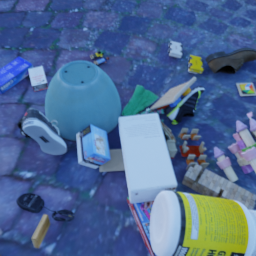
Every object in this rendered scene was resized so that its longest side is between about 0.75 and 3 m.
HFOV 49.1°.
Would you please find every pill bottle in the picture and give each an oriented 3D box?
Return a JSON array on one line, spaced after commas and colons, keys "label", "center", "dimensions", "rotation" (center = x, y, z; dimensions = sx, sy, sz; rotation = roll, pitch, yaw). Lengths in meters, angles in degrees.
[{"label": "pill bottle", "center": [2.146, 2.633, 7.297], "dimensions": [2.896, 1.628, 1.628], "rotation": [10, 52, -10]}]

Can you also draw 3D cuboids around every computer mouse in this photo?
[{"label": "computer mouse", "center": [-2.510, 2.466, 8.478], "dimensions": [1.875, 0.319, 0.550], "rotation": [18, 38, 10]}]

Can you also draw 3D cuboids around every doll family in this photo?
[{"label": "doll family", "center": [-1.273, -3.175, 12.711], "dimensions": [0.621, 0.421, 1.074], "rotation": [-21, 60, -20]}]

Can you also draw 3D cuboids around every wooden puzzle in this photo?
[{"label": "wooden puzzle", "center": [4.939, -1.621, 11.664], "dimensions": [0.704, 0.142, 0.761], "rotation": [-3, 53, -2]}, {"label": "wooden puzzle", "center": [1.706, -1.153, 10.529], "dimensions": [1.516, 1.637, 0.379], "rotation": [-43, 100, -31]}, {"label": "wooden puzzle", "center": [-0.542, 1.117, 9.566], "dimensions": [0.900, 0.168, 0.832], "rotation": [-5, 54, -1]}]

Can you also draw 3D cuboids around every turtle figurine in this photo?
[{"label": "turtle figurine", "center": [0.720, -0.386, 10.383], "dimensions": [1.171, 0.877, 0.590], "rotation": [-6, 35, -15]}]

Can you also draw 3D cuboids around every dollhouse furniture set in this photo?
[{"label": "dollhouse furniture set", "center": [1.913, 0.794, 9.617], "dimensions": [1.403, 0.730, 1.418], "rotation": [3, 52, -12]}]

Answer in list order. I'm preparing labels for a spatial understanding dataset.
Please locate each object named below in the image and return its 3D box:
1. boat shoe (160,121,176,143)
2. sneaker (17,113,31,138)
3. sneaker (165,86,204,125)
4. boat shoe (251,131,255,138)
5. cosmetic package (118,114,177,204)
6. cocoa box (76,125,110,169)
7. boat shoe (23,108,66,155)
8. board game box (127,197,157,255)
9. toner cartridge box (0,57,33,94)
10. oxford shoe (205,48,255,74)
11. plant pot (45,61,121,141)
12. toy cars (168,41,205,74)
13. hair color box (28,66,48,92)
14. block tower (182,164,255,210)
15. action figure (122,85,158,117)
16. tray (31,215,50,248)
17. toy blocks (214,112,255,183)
[{"label": "boat shoe", "center": [1.345, 0.192, 10.147], "dimensions": [0.431, 0.441, 1.167], "rotation": [1, 44, -28]}, {"label": "sneaker", "center": [-3.361, 0.130, 10.047], "dimensions": [1.694, 0.599, 0.828], "rotation": [37, 63, 25]}, {"label": "sneaker", "center": [2.297, -0.815, 10.849], "dimensions": [2.122, 0.761, 0.879], "rotation": [-36, 86, -24]}, {"label": "boat shoe", "center": [5.694, -0.457, 10.159], "dimensions": [2.673, 0.987, 1.011], "rotation": [-30, 54, -17]}, {"label": "cosmetic package", "center": [0.531, 0.898, 8.970], "dimensions": [1.411, 1.027, 2.775], "rotation": [-6, 53, -3]}, {"label": "cocoa box", "center": [-1.173, 0.629, 9.332], "dimensions": [0.762, 0.775, 1.162], "rotation": [-33, 50, 28]}, {"label": "boat shoe", "center": [-2.617, 0.159, 8.964], "dimensions": [0.830, 2.248, 0.768], "rotation": [-13, 59, 12]}, {"label": "board game box", "center": [0.968, 2.912, 8.158], "dimensions": [1.241, 0.234, 2.411], "rotation": [-17, 55, -14]}, {"label": "toner cartridge box", "center": [-5.031, -2.268, 11.996], "dimensions": [0.865, 0.393, 1.821], "rotation": [31, 59, 20]}, {"label": "oxford shoe", "center": [4.663, -2.822, 12.258], "dimensions": [2.467, 0.896, 1.041], "rotation": [-14, 72, -9]}, {"label": "plant pot", "center": [-1.681, -1.249, 10.187], "dimensions": [2.907, 1.958, 2.907], "rotation": [1, 52, -2]}, {"label": "toy cars", "center": [2.509, -3.053, 12.511], "dimensions": [1.149, 0.567, 2.562], "rotation": [-17, 49, -31]}, {"label": "hair color box", "center": [-3.816, -2.086, 11.886], "dimensions": [0.620, 0.357, 1.118], "rotation": [-16, 53, -12]}, {"label": "block tower", "center": [2.823, 1.931, 8.666], "dimensions": [2.194, 0.634, 0.593], "rotation": [28, 58, 19]}, {"label": "action figure", "center": [0.297, -0.800, 10.840], "dimensions": [1.010, 0.467, 1.709], "rotation": [30, 65, 19]}, {"label": "tray", "center": [-2.437, 2.903, 7.886], "dimensions": [0.151, 0.403, 0.817], "rotation": [2, 33, 8]}, {"label": "toy blocks", "center": [3.835, 0.485, 8.759], "dimensions": [1.971, 1.842, 1.659], "rotation": [-24, 79, -19]}]
